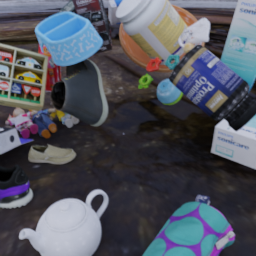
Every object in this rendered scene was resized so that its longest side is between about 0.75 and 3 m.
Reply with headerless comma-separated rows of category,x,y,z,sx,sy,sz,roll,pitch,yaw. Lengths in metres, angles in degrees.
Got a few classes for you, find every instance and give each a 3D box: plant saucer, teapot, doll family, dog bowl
plant saucer,1.139,-3.089,9.734,2.923,0.547,2.923,1,66,-3
teapot,-1.115,1.808,5.292,1.317,0.975,1.335,3,28,4
doll family,-2.711,-0.424,9.571,2.620,1.181,1.626,-31,45,-16
dog bowl,-1.515,-2.227,6.754,1.245,0.554,2.234,-35,42,-12

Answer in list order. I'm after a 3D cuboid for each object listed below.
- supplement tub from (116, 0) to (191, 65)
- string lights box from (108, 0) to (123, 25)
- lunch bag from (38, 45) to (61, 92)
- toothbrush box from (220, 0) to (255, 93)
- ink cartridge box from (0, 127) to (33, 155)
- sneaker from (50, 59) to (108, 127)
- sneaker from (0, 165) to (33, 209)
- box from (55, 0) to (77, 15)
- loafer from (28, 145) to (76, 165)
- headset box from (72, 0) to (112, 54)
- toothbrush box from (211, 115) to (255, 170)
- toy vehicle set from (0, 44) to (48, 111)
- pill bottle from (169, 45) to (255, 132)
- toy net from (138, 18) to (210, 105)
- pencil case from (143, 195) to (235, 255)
supplement tub,0.761,-3.006,8.243,1.461,2.010,1.461,-30,39,29
string lights box,0.053,-4.399,10.474,1.519,0.781,0.448,-13,60,-12
lunch bag,-2.373,-1.836,8.477,0.654,1.597,1.407,1,61,-9
toothbrush box,3.869,-2.757,9.007,1.195,2.802,2.051,20,36,21
ink cartridge box,-4.631,0.334,7.527,2.914,0.638,2.941,4,13,14
sneaker,-1.246,-1.090,6.431,1.163,0.819,2.189,22,33,-46
sneaker,-3.368,1.220,6.200,2.274,1.131,0.791,-6,29,-12
box,-1.595,-3.443,9.006,0.386,1.335,1.680,30,69,19
loafer,-2.147,0.717,7.840,1.325,0.452,0.501,-2,29,-4
headset box,-1.006,-3.224,7.889,0.697,1.804,1.342,-12,41,4
toothbrush box,3.729,0.174,8.312,1.623,0.945,2.216,21,35,34
toy vehicle set,-3.165,-1.302,6.643,2.345,1.457,0.311,9,-21,-28
pill bottle,1.604,-0.705,5.140,1.581,0.884,0.884,43,42,10
toy net,1.357,-1.879,7.699,1.289,2.458,0.475,36,3,39
pencil case,0.802,2.228,4.392,1.165,1.073,2.521,-13,15,42
